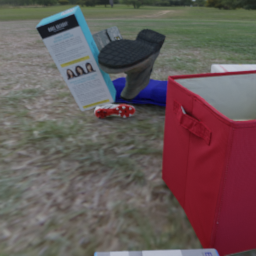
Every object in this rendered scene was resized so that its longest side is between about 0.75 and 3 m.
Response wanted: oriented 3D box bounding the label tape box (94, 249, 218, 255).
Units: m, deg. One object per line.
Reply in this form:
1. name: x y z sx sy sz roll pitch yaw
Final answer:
1. label tape box: 0.715 2.087 2.853 2.204 0.728 1.579 -3 25 -2

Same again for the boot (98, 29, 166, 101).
1. boot: 0.111 -1.413 7.381 0.928 1.791 2.742 28 39 17

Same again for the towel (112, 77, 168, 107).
1. towel: 0.697 -1.291 10.119 2.803 0.695 2.070 9 20 19

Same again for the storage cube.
1. storage cube: 1.969 0.394 4.664 2.474 2.224 2.115 -5 26 -13

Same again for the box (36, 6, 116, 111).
1. box: -1.148 -1.555 6.708 0.951 2.310 0.568 -14 35 13

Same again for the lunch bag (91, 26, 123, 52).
1. lunch bag: -0.705 -2.915 9.939 1.263 1.036 0.743 -27 4 -10

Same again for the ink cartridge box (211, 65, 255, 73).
1. ink cartridge box: 4.431 -1.803 10.707 2.259 0.988 1.641 2 25 1

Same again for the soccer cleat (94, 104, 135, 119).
1. soccer cleat: -0.426 -0.562 8.772 1.269 0.436 0.541 -7 30 -4
